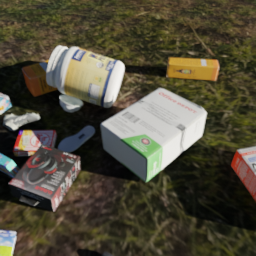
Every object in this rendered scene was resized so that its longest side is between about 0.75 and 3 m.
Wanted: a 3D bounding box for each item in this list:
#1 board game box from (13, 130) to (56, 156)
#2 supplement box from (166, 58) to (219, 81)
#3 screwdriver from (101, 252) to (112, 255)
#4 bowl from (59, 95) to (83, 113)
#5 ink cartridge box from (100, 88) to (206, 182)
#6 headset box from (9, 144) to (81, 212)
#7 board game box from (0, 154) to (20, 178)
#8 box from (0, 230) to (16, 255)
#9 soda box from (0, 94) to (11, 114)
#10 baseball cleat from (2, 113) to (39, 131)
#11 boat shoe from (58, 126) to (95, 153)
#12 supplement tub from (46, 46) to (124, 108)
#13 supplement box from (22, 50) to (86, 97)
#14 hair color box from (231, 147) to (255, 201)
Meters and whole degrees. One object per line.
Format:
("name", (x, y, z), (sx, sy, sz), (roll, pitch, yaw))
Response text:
("board game box", (-3.064, 0.502, 9.292), (1.211, 0.281, 0.918), (-1, 45, -2))
("supplement box", (2.825, -2.619, 12.423), (2.176, 0.724, 0.748), (4, 42, 4))
("screwdriver", (0.144, 3.340, 6.249), (1.822, 0.254, 0.265), (24, 16, 22))
("bowl", (-2.201, -0.868, 10.614), (0.927, 0.417, 0.927), (18, 23, -8))
("ink cartridge box", (0.844, 0.090, 9.058), (2.809, 1.181, 2.050), (-33, 50, -29))
("headset box", (-2.337, 1.438, 7.935), (1.319, 0.665, 1.774), (17, 45, 12))
("board game box", (-3.718, 1.045, 8.247), (1.182, 0.899, 0.266), (23, 59, 22))
("box", (-2.819, 2.615, 6.035), (0.642, 0.251, 1.052), (13, 10, -17))
("soda box", (-5.171, -0.639, 10.405), (0.549, 0.510, 1.604), (20, 46, 21))
("baseball cleat", (-3.836, -0.183, 10.054), (1.260, 0.439, 0.671), (-4, 57, 2))
("boat shoe", (-1.693, 0.446, 9.290), (1.436, 0.406, 0.493), (-35, 77, -32))
("supplement tub", (-1.583, -1.945, 10.540), (2.524, 1.822, 1.822), (18, 44, 1))
("supplement box", (-2.862, -2.376, 11.966), (2.944, 0.979, 1.013), (-26, 49, -25))
("hair color box", (4.138, 1.580, 7.777), (1.344, 0.775, 2.423), (-10, 44, -11))
